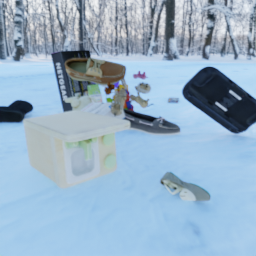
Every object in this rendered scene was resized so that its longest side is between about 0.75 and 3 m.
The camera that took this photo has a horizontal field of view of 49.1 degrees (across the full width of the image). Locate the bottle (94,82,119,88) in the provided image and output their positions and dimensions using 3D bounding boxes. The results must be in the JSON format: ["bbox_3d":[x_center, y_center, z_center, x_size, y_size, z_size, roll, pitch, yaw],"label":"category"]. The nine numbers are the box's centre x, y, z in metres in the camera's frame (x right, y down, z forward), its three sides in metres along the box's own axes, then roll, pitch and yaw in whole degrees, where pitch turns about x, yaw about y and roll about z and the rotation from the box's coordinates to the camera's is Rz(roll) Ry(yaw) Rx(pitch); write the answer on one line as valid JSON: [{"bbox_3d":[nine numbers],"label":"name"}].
[{"bbox_3d":[-1.457,-2.547,13.792,2.082,0.680,0.870,19,-34,-32],"label":"bottle"}]

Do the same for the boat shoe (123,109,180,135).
[{"bbox_3d":[0.777,-0.246,11.111,2.647,0.754,0.885,8,19,25],"label":"boat shoe"}]

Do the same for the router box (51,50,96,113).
[{"bbox_3d":[-2.559,-2.361,13.998,0.740,2.900,2.163,-4,12,33],"label":"router box"}]

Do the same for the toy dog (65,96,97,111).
[{"bbox_3d":[-1.754,-0.515,11.047,1.295,1.336,0.932,-13,-11,7],"label":"toy dog"}]

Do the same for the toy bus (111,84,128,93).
[{"bbox_3d":[-0.533,-2.781,19.525,1.070,0.586,1.134,8,19,24],"label":"toy bus"}]

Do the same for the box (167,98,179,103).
[{"bbox_3d":[2.670,-1.633,16.536,0.590,0.172,0.862,4,18,14],"label":"box"}]

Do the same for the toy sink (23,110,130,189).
[{"bbox_3d":[-1.369,0.518,7.434,1.766,1.518,2.709,-14,17,-38],"label":"toy sink"}]

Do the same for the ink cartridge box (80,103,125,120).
[{"bbox_3d":[-1.006,-0.402,9.748,1.440,0.606,1.041,6,34,40],"label":"ink cartridge box"}]

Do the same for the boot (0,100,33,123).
[{"bbox_3d":[-5.514,-0.800,12.844,1.952,0.746,1.640,5,20,-5],"label":"boot"}]

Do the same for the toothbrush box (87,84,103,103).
[{"bbox_3d":[-1.499,-1.300,12.897,0.555,0.939,1.290,-9,35,-8],"label":"toothbrush box"}]

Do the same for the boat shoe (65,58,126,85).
[{"bbox_3d":[-1.394,-2.343,11.346,2.563,0.970,0.947,3,-15,14],"label":"boat shoe"}]

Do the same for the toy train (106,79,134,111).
[{"bbox_3d":[-0.477,-1.314,12.161,1.129,1.951,0.826,-16,22,4],"label":"toy train"}]

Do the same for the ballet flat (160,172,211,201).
[{"bbox_3d":[1.258,1.441,6.455,0.440,0.465,1.380,-39,32,-20],"label":"ballet flat"}]

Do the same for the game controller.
[{"bbox_3d":[3.418,-0.921,10.016,2.978,1.553,0.627,33,31,-14],"label":"game controller"}]

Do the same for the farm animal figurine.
[{"bbox_3d":[0.036,-1.067,9.176,1.519,1.227,0.764,-18,-17,-9],"label":"farm animal figurine"}]
